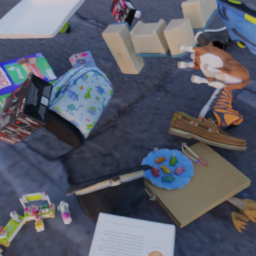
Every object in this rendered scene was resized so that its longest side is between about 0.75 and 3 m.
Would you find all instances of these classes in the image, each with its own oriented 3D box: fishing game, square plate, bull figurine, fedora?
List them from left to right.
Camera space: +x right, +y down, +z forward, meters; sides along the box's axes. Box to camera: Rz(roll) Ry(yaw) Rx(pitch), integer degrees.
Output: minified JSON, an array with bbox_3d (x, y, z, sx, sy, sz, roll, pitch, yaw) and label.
[{"bbox_3d":[-2.229,-2.812,7.070,2.032,0.289,2.013,6,52,22],"label":"square plate"},{"bbox_3d":[-0.352,1.671,6.976,2.261,2.261,1.033,-14,81,-13],"label":"fedora"},{"bbox_3d":[1.108,1.066,7.886,2.088,0.325,1.495,-23,46,-21],"label":"fishing game"},{"bbox_3d":[1.696,-1.344,5.850,1.147,0.615,1.889,-3,31,-19],"label":"bull figurine"}]

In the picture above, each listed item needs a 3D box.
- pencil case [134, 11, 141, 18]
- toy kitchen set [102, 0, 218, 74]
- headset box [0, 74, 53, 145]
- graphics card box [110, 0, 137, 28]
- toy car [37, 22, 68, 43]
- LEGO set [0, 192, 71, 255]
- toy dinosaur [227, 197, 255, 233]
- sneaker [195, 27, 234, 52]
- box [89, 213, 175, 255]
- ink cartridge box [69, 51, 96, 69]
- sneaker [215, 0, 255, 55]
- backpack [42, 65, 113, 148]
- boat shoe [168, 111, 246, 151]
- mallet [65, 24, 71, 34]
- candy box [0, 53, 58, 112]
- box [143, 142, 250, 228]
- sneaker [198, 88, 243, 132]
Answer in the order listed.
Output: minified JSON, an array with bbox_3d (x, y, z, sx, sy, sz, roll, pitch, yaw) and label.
[{"bbox_3d":[0.310,-6.394,15.627,0.791,0.359,0.329,26,17,21],"label":"pencil case"},{"bbox_3d":[1.063,-2.894,8.530,2.701,1.591,2.164,13,58,37],"label":"toy kitchen set"},{"bbox_3d":[-2.025,-0.294,5.316,1.249,0.468,0.928,-26,49,36],"label":"headset box"},{"bbox_3d":[-0.203,-4.297,10.211,0.330,0.814,1.298,-7,55,-32],"label":"graphics card box"},{"bbox_3d":[-3.164,-3.953,10.318,1.460,1.402,1.777,31,57,-9],"label":"toy car"},{"bbox_3d":[-2.544,2.229,6.755,2.213,0.824,1.018,-23,50,-21],"label":"LEGO set"},{"bbox_3d":[3.006,2.043,7.221,2.388,0.721,1.268,20,21,27],"label":"toy dinosaur"},{"bbox_3d":[4.584,-4.033,12.953,2.667,0.943,1.323,-10,48,-2],"label":"sneaker"},{"bbox_3d":[-0.035,3.158,5.329,1.571,1.231,2.526,8,53,7],"label":"box"},{"bbox_3d":[-1.232,-1.710,8.056,0.580,0.325,0.850,-24,93,-29],"label":"ink cartridge box"},{"bbox_3d":[3.313,-3.225,8.677,0.942,1.120,2.857,-4,41,-17],"label":"sneaker"},{"bbox_3d":[-1.154,-0.628,6.507,1.330,1.411,1.730,-15,40,47],"label":"backpack"},{"bbox_3d":[2.480,0.074,8.674,2.394,0.814,0.861,15,3,13],"label":"boat shoe"},{"bbox_3d":[-3.836,-4.992,14.292,1.830,0.377,0.603,-11,47,-5],"label":"mallet"},{"bbox_3d":[-4.082,-1.731,10.598,2.423,0.933,2.049,-22,51,-19],"label":"candy box"},{"bbox_3d":[1.788,1.433,7.803,2.414,0.257,1.973,-23,43,-21],"label":"box"},{"bbox_3d":[3.423,-0.657,9.717,1.272,0.881,2.271,29,62,20],"label":"sneaker"}]
